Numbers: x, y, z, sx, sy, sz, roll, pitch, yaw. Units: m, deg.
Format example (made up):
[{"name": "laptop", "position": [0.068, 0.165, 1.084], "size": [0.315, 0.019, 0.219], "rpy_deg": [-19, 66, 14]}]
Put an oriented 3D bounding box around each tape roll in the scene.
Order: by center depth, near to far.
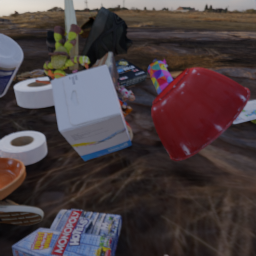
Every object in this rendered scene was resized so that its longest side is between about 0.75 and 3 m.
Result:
[{"name": "tape roll", "position": [-3.519, 0.662, 9.393], "size": [1.516, 0.530, 1.516], "rpy_deg": [0, 26, 0]}, {"name": "tape roll", "position": [-4.328, -1.813, 14.019], "size": [2.503, 0.875, 2.503], "rpy_deg": [-3, 24, 1]}]

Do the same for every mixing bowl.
[{"name": "mixing bowl", "position": [1.391, -0.509, 6.466], "size": [1.279, 2.362, 2.362], "rpy_deg": [43, 29, -6]}]

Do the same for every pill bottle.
[{"name": "pill bottle", "position": [-2.770, -1.094, 5.641], "size": [0.824, 1.484, 0.824], "rpy_deg": [26, 42, -26]}]

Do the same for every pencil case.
[{"name": "pencil case", "position": [1.343, -1.700, 10.480], "size": [0.822, 0.822, 1.861], "rpy_deg": [-8, 60, -17]}]

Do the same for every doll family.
[{"name": "doll family", "position": [-0.302, -0.786, 9.046], "size": [0.944, 0.685, 1.520], "rpy_deg": [41, 30, -4]}]

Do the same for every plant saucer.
[{"name": "plant saucer", "position": [-3.897, 1.429, 6.933], "size": [2.618, 0.423, 2.618], "rpy_deg": [-5, 18, 2]}]

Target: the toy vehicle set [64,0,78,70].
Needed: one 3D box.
[{"name": "toy vehicle set", "position": [-2.047, -3.406, 10.021], "size": [0.318, 1.490, 2.397], "rpy_deg": [-4, 51, -13]}]

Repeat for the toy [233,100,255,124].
[{"name": "toy", "position": [5.151, -0.556, 11.846], "size": [2.621, 0.619, 1.509], "rpy_deg": [-8, 30, -14]}]

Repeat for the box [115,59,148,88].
[{"name": "box", "position": [-0.418, -3.271, 16.912], "size": [2.060, 0.596, 2.591], "rpy_deg": [37, 41, 27]}]

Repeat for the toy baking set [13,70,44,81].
[{"name": "toy baking set", "position": [-3.077, -1.628, 8.549], "size": [0.997, 0.151, 1.299], "rpy_deg": [-12, 4, -18]}]

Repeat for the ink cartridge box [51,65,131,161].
[{"name": "ink cartridge box", "position": [-0.730, -0.257, 5.995], "size": [1.201, 1.660, 1.222], "rpy_deg": [-17, 65, 0]}]

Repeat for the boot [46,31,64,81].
[{"name": "boot", "position": [-2.720, -2.644, 10.218], "size": [0.588, 1.479, 1.699], "rpy_deg": [8, 35, -7]}]

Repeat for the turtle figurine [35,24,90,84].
[{"name": "turtle figurine", "position": [-1.898, -1.997, 7.779], "size": [2.067, 1.667, 0.666], "rpy_deg": [-3, -15, 36]}]

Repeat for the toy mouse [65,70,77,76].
[{"name": "toy mouse", "position": [-2.953, -3.139, 17.260], "size": [2.427, 0.529, 2.731], "rpy_deg": [1, 26, -2]}]

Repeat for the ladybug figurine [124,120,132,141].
[{"name": "ladybug figurine", "position": [-0.562, -0.039, 10.533], "size": [1.272, 0.674, 1.875], "rpy_deg": [-13, 33, -34]}]

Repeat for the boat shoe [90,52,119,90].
[{"name": "boat shoe", "position": [-0.762, -1.674, 8.286], "size": [0.827, 0.872, 2.304], "rpy_deg": [-13, 23, 5]}]

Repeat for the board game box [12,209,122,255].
[{"name": "board game box", "position": [-1.219, 2.360, 5.775], "size": [1.910, 0.589, 1.911], "rpy_deg": [4, 26, 7]}]

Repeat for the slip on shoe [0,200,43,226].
[{"name": "slip on shoe", "position": [-2.827, 1.940, 6.610], "size": [1.705, 0.648, 0.517], "rpy_deg": [-5, 40, 6]}]

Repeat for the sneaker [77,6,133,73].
[{"name": "sneaker", "position": [-0.854, -2.784, 10.328], "size": [1.623, 2.833, 1.083], "rpy_deg": [24, 33, -15]}]

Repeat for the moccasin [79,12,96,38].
[{"name": "moccasin", "position": [-1.290, -3.932, 10.404], "size": [0.511, 0.539, 1.396], "rpy_deg": [44, 69, 13]}]
